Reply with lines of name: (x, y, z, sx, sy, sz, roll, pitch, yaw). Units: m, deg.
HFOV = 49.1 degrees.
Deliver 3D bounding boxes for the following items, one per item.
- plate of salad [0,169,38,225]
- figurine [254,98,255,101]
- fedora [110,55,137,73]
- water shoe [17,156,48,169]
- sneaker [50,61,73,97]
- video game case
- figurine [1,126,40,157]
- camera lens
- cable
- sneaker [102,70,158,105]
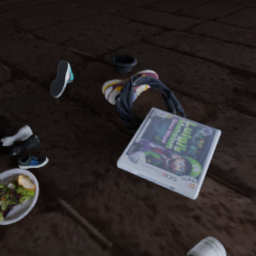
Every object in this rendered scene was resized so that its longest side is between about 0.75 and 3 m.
plate of salad: (-3.265, 1.825, 7.688, 1.574, 0.378, 1.574, -3, 58, 5)
figurine: (6.155, -1.291, 12.248, 0.959, 0.413, 0.936, 28, 54, 31)
fedora: (-0.258, -3.290, 14.544, 1.391, 0.635, 1.391, 3, 40, -2)
water shoe: (-3.116, 1.085, 9.146, 0.933, 0.368, 0.334, -12, 39, -15)
sneaker: (-3.063, -2.143, 12.975, 0.712, 1.028, 1.702, 17, 83, 5)
video game case: (1.421, 0.657, 9.268, 2.588, 0.332, 2.847, 21, 50, 17)
figurine: (-3.843, 0.489, 9.888, 1.080, 0.477, 1.107, -29, 45, -26)
camera lens: (1.797, 2.992, 6.503, 0.764, 0.611, 0.611, -25, 44, -30)
cable: (0.709, -0.908, 11.108, 2.407, 0.749, 2.950, -22, 62, -8)
sneaker: (0.263, -1.665, 12.311, 2.659, 0.996, 1.198, -20, 48, -14)
